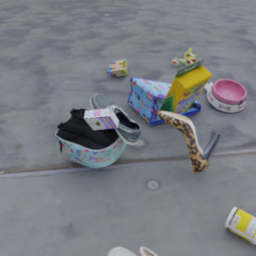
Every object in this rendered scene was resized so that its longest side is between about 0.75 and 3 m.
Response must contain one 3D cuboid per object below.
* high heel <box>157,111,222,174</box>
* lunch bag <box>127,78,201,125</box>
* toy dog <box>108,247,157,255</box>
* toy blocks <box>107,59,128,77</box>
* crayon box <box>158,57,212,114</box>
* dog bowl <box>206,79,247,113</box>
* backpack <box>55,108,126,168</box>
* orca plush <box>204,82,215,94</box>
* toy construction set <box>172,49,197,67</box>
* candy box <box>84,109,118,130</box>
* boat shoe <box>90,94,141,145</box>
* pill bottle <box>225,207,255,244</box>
[{"bbox_3d":[1.780,0.480,9.509,2.301,1.640,0.822,26,17,17],"label":"high heel"},{"bbox_3d":[1.797,-1.392,12.915,2.945,1.385,2.217,-8,33,-26],"label":"lunch bag"},{"bbox_3d":[0.722,3.807,5.645,2.944,1.942,1.418,25,82,36],"label":"toy dog"},{"bbox_3d":[-0.629,-3.407,16.071,1.082,0.791,1.583,-8,38,10],"label":"toy blocks"},{"bbox_3d":[2.086,-1.345,10.187,1.433,2.279,0.588,-28,67,-28],"label":"crayon box"},{"bbox_3d":[4.683,-1.565,13.162,1.845,0.680,1.845,2,50,-2],"label":"dog bowl"},{"bbox_3d":[-1.176,0.408,9.925,2.211,1.665,1.963,12,44,25],"label":"backpack"},{"bbox_3d":[4.164,-1.987,14.428,1.372,0.488,0.722,18,84,29],"label":"orca plush"},{"bbox_3d":[3.505,-4.170,16.978,1.654,0.762,1.085,-28,68,-22],"label":"toy construction set"},{"bbox_3d":[-0.800,-0.247,8.473,0.841,0.706,0.301,-4,59,18],"label":"candy box"},{"bbox_3d":[-0.385,-0.451,9.222,0.833,0.707,2.288,-32,69,-31],"label":"boat shoe"},{"bbox_3d":[3.326,2.741,7.650,1.173,0.653,0.653,27,44,30],"label":"pill bottle"}]
